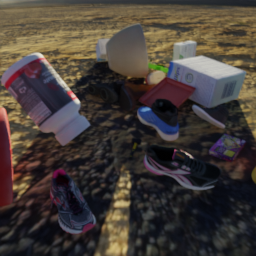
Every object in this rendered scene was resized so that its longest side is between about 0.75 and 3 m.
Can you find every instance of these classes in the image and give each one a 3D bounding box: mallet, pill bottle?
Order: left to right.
[{"bbox_3d":[-2.668,-0.875,9.439,1.625,2.936,1.625,-38,7,5],"label":"pill bottle"},{"bbox_3d":[0.247,0.712,9.471,0.350,0.219,1.064,7,36,4],"label":"mallet"}]

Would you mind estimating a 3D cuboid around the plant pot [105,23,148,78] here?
[{"bbox_3d":[-0.174,-3.995,15.057,1.906,2.838,2.838,-10,31,-4],"label":"plant pot"}]

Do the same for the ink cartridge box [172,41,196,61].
[{"bbox_3d":[3.679,-4.962,18.232,1.527,1.110,0.668,-20,36,-31],"label":"ink cartridge box"}]

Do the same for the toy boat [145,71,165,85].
[{"bbox_3d":[1.336,-2.476,14.532,1.170,0.763,0.765,-21,5,-36],"label":"toy boat"}]

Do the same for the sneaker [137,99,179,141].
[{"bbox_3d":[1.112,-0.624,10.587,0.913,1.323,2.378,-13,33,-20],"label":"sneaker"}]

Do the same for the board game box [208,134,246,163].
[{"bbox_3d":[3.388,0.666,9.528,0.799,0.215,1.332,26,39,30],"label":"board game box"}]

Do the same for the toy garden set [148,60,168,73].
[{"bbox_3d":[1.278,-3.571,15.543,2.674,0.534,2.229,10,13,-20],"label":"toy garden set"}]

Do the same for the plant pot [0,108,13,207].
[{"bbox_3d":[-4.070,0.783,6.729,2.270,2.493,2.493,-4,29,-25],"label":"plant pot"}]

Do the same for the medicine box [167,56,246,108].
[{"bbox_3d":[3.534,-2.226,12.950,2.393,1.352,2.627,-18,38,-37],"label":"medicine box"}]

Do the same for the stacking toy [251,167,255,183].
[{"bbox_3d":[5.164,1.333,7.352,2.879,1.216,2.606,-4,30,-6],"label":"stacking toy"}]

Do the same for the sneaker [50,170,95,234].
[{"bbox_3d":[-1.486,1.823,6.959,0.798,0.739,1.979,-17,35,-32],"label":"sneaker"}]

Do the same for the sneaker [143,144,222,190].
[{"bbox_3d":[1.478,1.039,7.815,2.226,0.961,0.894,11,57,12],"label":"sneaker"}]

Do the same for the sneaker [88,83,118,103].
[{"bbox_3d":[-1.048,-1.739,13.172,0.873,0.731,1.924,-18,37,-41],"label":"sneaker"}]

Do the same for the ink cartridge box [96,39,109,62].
[{"bbox_3d":[-0.767,-4.921,17.645,2.335,0.988,1.688,-6,0,-13],"label":"ink cartridge box"}]

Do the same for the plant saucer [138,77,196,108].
[{"bbox_3d":[1.712,-1.350,12.272,1.853,0.341,1.856,-42,46,-17],"label":"plant saucer"}]

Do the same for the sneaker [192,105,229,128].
[{"bbox_3d":[3.170,-0.653,10.667,1.498,0.743,0.529,30,-8,-8],"label":"sneaker"}]

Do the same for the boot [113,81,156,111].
[{"bbox_3d":[0.806,-1.453,12.869,2.573,0.881,2.423,0,23,-17],"label":"boot"}]
